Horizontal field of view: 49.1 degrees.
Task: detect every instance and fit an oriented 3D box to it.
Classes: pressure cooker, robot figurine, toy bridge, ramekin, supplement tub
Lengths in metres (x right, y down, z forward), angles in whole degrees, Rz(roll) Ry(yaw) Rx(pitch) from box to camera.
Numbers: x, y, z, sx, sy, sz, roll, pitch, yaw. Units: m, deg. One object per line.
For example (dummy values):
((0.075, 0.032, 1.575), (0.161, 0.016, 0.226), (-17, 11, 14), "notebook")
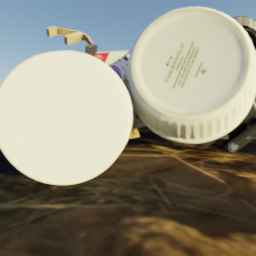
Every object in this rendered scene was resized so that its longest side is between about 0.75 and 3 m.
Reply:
((3.801, -2.956, 9.661), (1.603, 1.578, 1.795), (0, 35, 24), "pressure cooker")
((2.151, -0.698, 7.057), (2.944, 2.212, 1.837), (-37, 25, 17), "robot figurine")
((-1.471, -2.437, 7.614), (1.789, 0.243, 0.601), (31, 46, 28), "toy bridge")
((1.185, -1.054, 5.436), (2.650, 2.650, 1.234), (1, -10, 13), "ramekin")
((-1.053, -0.256, 5.246), (2.098, 2.098, 2.989), (-1, 5, -7), "supplement tub")

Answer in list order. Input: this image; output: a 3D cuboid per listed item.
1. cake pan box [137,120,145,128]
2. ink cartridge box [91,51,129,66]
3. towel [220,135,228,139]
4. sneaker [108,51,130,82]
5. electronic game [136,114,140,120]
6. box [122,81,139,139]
((-0.754, -0.200, 11.865), (2.066, 0.587, 2.244), (4, 12, 45), "cake pan box")
((-0.683, -1.843, 11.718), (1.898, 2.612, 1.889), (-3, 16, -2), "ink cartridge box")
((2.645, -0.569, 8.713), (0.295, 1.832, 1.750), (-17, 13, -35), "towel")
((0.092, -1.765, 8.133), (2.878, 1.043, 1.641), (-35, 4, 23), "sneaker")
((-0.433, -0.596, 9.854), (2.443, 0.508, 2.443), (9, -4, 1), "electronic game")
((-0.735, -0.372, 7.477), (1.907, 1.559, 0.203), (-9, 4, -8), "box")
